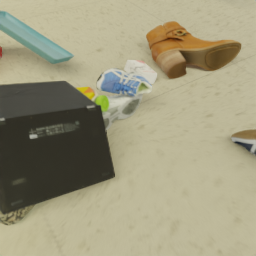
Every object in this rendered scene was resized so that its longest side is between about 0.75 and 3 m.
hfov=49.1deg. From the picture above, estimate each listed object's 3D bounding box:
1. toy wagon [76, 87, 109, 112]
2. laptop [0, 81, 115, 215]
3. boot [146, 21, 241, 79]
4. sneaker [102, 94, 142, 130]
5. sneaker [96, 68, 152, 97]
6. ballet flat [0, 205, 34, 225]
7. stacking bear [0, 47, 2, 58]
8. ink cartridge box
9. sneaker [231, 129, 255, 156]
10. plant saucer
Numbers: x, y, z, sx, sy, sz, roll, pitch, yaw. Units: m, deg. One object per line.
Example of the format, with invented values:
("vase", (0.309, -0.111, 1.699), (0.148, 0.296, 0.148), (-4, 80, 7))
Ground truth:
("toy wagon", (-1.584, -0.173, 6.380), (1.826, 0.466, 2.354), (-1, 37, 32))
("laptop", (-1.780, 0.114, 5.707), (2.283, 2.439, 1.413), (-12, 0, -37))
("boot", (2.058, -2.752, 9.232), (2.719, 1.043, 2.111), (-20, 53, -2))
("sneaker", (-0.473, -0.606, 7.235), (1.865, 0.727, 0.927), (-31, 58, -27))
("sneaker", (-0.056, -1.066, 6.717), (1.513, 0.573, 0.583), (-10, 38, -36))
("ballet flat", (-1.759, 0.948, 5.674), (0.755, 0.838, 2.225), (27, 51, 23))
("stacking bear", (-5.778, -2.449, 8.636), (2.865, 1.629, 1.740), (-6, 45, 1))
("ink cartridge box", (0.386, -1.712, 8.529), (0.627, 0.354, 0.855), (-6, 41, -37))
("sneaker", (3.100, 0.596, 6.144), (0.639, 0.988, 1.822), (-20, 14, -27))
("plant saucer", (-3.003, -2.725, 8.375), (2.801, 0.266, 0.979), (34, 30, 8))
